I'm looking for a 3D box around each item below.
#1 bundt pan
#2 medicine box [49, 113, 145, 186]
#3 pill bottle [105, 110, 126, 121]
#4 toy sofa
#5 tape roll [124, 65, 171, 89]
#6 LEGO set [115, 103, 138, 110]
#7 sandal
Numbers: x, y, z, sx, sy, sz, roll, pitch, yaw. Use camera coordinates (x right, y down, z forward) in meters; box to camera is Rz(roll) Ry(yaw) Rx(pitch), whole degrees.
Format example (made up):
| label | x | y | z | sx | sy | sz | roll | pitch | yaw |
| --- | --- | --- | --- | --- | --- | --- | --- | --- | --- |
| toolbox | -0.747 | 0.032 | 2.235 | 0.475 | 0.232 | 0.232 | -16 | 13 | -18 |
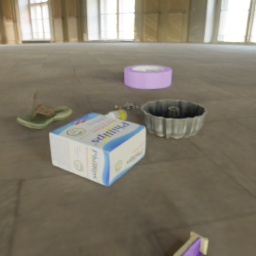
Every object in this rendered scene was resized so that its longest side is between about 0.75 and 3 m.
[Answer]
| label | x | y | z | sx | sy | sz | roll | pitch | yaw |
| --- | --- | --- | --- | --- | --- | --- | --- | --- | --- |
| bundt pan | 1.653 | -0.303 | 10.376 | 2.417 | 0.907 | 2.417 | 0 | 21 | 0 |
| medicine box | -0.819 | 0.493 | 7.941 | 2.032 | 1.046 | 1.851 | 14 | 28 | 29 |
| pill bottle | -0.519 | -0.440 | 11.310 | 0.834 | 0.467 | 0.467 | -17 | 27 | -35 |
| toy sofa | 1.004 | 2.231 | 4.665 | 0.485 | 0.412 | 0.995 | 18 | 28 | 40 |
| tape roll | 1.243 | -3.282 | 17.790 | 2.965 | 0.973 | 2.965 | -1 | 22 | 0 |
| LEGO set | -0.095 | -1.057 | 13.071 | 1.089 | 0.309 | 0.707 | -6 | 23 | -16 |
| sandal | -3.332 | -0.616 | 11.176 | 1.052 | 0.756 | 2.649 | 22 | 26 | 22 |
